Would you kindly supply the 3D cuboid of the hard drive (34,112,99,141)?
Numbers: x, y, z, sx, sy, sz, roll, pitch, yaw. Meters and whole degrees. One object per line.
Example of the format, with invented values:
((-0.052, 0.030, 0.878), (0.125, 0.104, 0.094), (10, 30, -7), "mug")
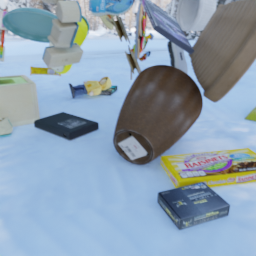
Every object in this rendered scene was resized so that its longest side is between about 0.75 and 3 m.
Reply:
((-2.117, -0.102, 9.531), (1.861, 0.306, 1.299), (17, 27, 36), "hard drive")

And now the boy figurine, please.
((-1.741, -1.915, 13.302), (2.016, 0.649, 1.253), (-14, 41, -8), "boy figurine")

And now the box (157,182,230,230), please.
((1.267, 1.501, 5.528), (1.124, 0.287, 0.887), (-8, 24, -19), "box")

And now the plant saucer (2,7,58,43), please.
((-2.911, -3.295, 9.004), (2.098, 0.288, 2.098), (2, -8, 0), "plant saucer")

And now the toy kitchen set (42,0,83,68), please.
((-1.571, -2.395, 6.373), (0.906, 1.538, 1.232), (-23, 67, -42), "toy kitchen set")

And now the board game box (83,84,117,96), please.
((-1.588, -1.956, 14.267), (1.855, 0.261, 1.254), (4, 22, 11), "board game box")

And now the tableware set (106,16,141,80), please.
((-0.170, -3.117, 10.726), (0.491, 2.449, 1.619), (-23, 28, 3), "tableware set")

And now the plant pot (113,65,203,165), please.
((0.629, -0.179, 7.707), (2.258, 2.258, 2.415), (11, 41, 25), "plant pot")

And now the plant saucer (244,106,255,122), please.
((5.610, -0.595, 10.591), (1.860, 0.445, 1.857), (15, 26, 32), "plant saucer")

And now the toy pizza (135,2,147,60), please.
((0.436, -3.155, 9.217), (0.287, 1.812, 1.812), (5, 22, 4), "toy pizza")

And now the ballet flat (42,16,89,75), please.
((-2.119, -2.368, 8.627), (0.997, 0.994, 2.975), (-49, 9, -32), "ballet flat")

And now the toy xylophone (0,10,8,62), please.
((-4.680, -3.453, 10.126), (0.537, 1.566, 2.138), (4, -15, -26), "toy xylophone")

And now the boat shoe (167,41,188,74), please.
((1.831, -2.470, 10.497), (0.588, 1.715, 0.485), (-20, 16, -36), "boat shoe")

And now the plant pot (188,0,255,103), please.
((2.460, -2.155, 7.106), (1.309, 2.835, 2.835), (33, 26, 2), "plant pot")

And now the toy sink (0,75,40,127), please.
((-4.839, -0.956, 9.933), (2.838, 1.590, 1.850), (-12, 25, -28), "toy sink")

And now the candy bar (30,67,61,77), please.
((-3.195, -2.175, 10.801), (1.441, 0.359, 0.160), (5, 1, 16), "candy bar")

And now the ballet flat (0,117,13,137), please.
((-4.744, 0.021, 8.721), (2.107, 0.732, 0.732), (-11, 24, -25), "ballet flat")

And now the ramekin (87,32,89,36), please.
((-2.073, -3.592, 11.048), (1.041, 0.546, 1.041), (-40, 17, 15), "ramekin")

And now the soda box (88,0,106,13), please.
((-0.692, -3.183, 6.493), (0.299, 0.932, 0.316), (17, 25, 21), "soda box")

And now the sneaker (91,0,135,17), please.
((-0.556, -3.982, 8.865), (1.554, 0.699, 0.609), (0, 56, 18), "sneaker")

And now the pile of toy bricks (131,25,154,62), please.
((0.407, -3.077, 10.563), (0.699, 1.416, 0.786), (-26, 70, -27), "pile of toy bricks")

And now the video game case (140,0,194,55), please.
((0.933, -2.557, 6.895), (1.202, 0.160, 1.682), (22, 38, -31), "video game case")

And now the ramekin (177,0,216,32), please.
((2.528, -4.320, 10.319), (0.807, 1.538, 1.538), (0, 20, -21), "ramekin")

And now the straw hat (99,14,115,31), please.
((-0.728, -4.916, 11.486), (0.685, 1.618, 1.618), (-19, 15, 22), "straw hat")

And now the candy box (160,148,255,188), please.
((2.164, 0.961, 6.841), (2.498, 0.330, 1.277), (-4, 20, -11), "candy box")
